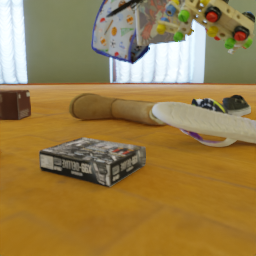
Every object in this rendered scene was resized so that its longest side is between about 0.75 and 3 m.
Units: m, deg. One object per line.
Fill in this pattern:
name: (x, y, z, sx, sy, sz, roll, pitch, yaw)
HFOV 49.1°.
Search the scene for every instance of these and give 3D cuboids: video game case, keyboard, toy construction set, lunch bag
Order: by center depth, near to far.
keyboard: (0.112, -2.553, 5.817, 1.152, 0.228, 0.599, -36, 19, -11)
toy construction set: (2.279, -2.697, 7.540, 2.744, 1.264, 1.799, 16, -15, -13)
video game case: (1.056, -3.641, 8.993, 1.647, 1.807, 0.208, -8, 22, -7)
lunch bag: (-0.086, -3.633, 10.170, 2.053, 2.415, 1.496, 26, 2, 32)

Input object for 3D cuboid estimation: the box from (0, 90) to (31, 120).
box: (-4.522, -0.898, 10.603, 1.264, 1.038, 1.049, 1, 11, 5)

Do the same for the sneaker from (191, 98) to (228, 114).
sneaker: (2.924, -0.597, 9.614, 1.000, 0.913, 2.471, 2, 12, -5)

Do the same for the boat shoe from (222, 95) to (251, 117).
boat shoe: (4.504, -0.967, 11.597, 0.953, 0.786, 2.778, 7, 13, 31)

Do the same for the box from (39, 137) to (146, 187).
box: (-0.620, 0.540, 5.047, 1.522, 0.379, 1.200, 6, 13, 29)

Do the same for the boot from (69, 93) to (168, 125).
boot: (-0.226, -0.644, 9.631, 2.547, 0.962, 2.909, -10, 16, -41)

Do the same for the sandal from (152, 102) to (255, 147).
sandal: (2.011, 0.076, 6.789, 2.998, 0.737, 1.220, 12, 26, -3)
